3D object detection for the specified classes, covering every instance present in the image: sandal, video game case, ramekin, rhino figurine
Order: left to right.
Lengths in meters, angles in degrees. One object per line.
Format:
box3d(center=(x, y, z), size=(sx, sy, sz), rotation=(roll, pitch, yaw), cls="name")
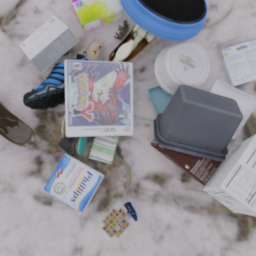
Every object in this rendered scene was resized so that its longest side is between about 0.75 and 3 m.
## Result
box3d(center=(-1.148, -2.603, 9.349), size=(0.347, 0.387, 1.054), rotation=(27, 48, -14), cls="sandal")
box3d(center=(-0.856, -0.871, 8.465), size=(2.055, 0.259, 2.255), rotation=(-1, 91, -15), cls="video game case")
box3d(center=(-0.182, -3.430, 9.803), size=(0.355, 0.243, 0.813), rotation=(26, 79, -8), cls="rhino figurine")
box3d(center=(1.781, -1.940, 9.003), size=(1.768, 0.823, 1.768), rotation=(1, 85, -14), cls="ramekin")

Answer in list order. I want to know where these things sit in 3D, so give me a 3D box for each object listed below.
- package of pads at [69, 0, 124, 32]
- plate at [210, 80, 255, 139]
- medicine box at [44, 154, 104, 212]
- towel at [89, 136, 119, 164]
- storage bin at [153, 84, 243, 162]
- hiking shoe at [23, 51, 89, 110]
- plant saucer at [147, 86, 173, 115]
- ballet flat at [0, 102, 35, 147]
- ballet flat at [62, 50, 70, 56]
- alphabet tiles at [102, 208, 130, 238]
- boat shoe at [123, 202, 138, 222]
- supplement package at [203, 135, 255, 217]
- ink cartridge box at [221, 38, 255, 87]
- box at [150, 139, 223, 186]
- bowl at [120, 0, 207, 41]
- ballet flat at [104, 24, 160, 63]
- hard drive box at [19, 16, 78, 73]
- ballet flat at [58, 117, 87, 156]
box3d(center=(-1.088, -4.208, 9.780), size=(1.613, 0.550, 1.246), rotation=(-24, 81, -4), cls="package of pads")
box3d(center=(3.157, -0.602, 9.030), size=(1.445, 0.234, 1.448), rotation=(31, 107, 16), cls="plate")
box3d(center=(-1.643, 1.692, 8.681), size=(1.377, 0.709, 1.254), rotation=(29, 82, 5), cls="medicine box")
box3d(center=(-0.781, 0.591, 9.152), size=(0.783, 0.161, 1.049), rotation=(16, 80, 2), cls="towel")
box3d(center=(2.089, -0.285, 8.219), size=(2.292, 1.539, 1.668), rotation=(15, 37, -9), cls="storage bin")
box3d(center=(-2.256, -1.493, 9.136), size=(2.620, 0.975, 1.136), rotation=(-29, 71, -20), cls="hiking shoe")
box3d(center=(1.411, -0.282, 9.256), size=(0.842, 0.229, 2.409), rotation=(-18, 80, -7), cls="plant saucer")
box3d(center=(-4.071, -0.291, 8.979), size=(2.910, 0.675, 0.980), rotation=(32, 73, 17), cls="ballet flat")
box3d(center=(-2.473, -2.607, 9.686), size=(0.948, 0.319, 0.220), rotation=(-7, 39, 3), cls="ballet flat")
box3d(center=(-0.383, 2.991, 8.804), size=(0.715, 0.027, 0.859), rotation=(43, 83, 7), cls="alphabet tiles")
box3d(center=(0.069, 2.582, 8.537), size=(0.259, 0.755, 0.318), rotation=(-8, 114, -20), cls="boat shoe")
box3d(center=(3.284, 1.399, 7.911), size=(1.218, 2.197, 1.711), rotation=(36, 81, 11), cls="supplement package")
box3d(center=(3.992, -2.207, 9.506), size=(1.359, 0.300, 1.384), rotation=(-16, 80, 5), cls="ink cartridge box")
box3d(center=(1.790, 0.745, 8.588), size=(2.008, 0.752, 1.006), rotation=(38, 84, -6), cls="box")
box3d(center=(1.155, -3.948, 8.657), size=(2.875, 0.564, 2.875), rotation=(9, 59, -16), cls="bowl")
box3d(center=(0.263, -2.827, 9.335), size=(0.961, 0.950, 2.824), rotation=(39, 82, 1), cls="ballet flat")
box3d(center=(-2.609, -2.744, 9.101), size=(1.573, 0.604, 1.226), rotation=(-41, 52, -2), cls="hard drive box")
box3d(center=(-1.519, -0.511, 8.957), size=(0.953, 0.947, 2.786), rotation=(17, 77, 14), cls="ballet flat")
